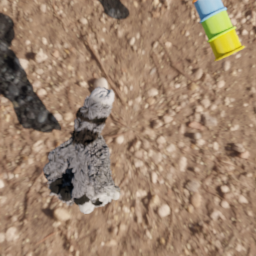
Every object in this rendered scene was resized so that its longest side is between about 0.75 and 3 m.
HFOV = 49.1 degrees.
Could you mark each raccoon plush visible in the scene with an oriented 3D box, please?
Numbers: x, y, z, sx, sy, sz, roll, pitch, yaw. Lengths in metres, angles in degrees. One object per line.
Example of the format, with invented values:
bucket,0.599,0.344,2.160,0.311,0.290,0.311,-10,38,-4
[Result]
raccoon plush,-0.501,0.649,5.947,1.276,1.767,2.638,38,99,28

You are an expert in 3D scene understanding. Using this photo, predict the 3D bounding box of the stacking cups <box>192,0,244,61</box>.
stacking cups,1.812,-2.734,6.288,0.720,0.720,2.380,-28,99,-5
